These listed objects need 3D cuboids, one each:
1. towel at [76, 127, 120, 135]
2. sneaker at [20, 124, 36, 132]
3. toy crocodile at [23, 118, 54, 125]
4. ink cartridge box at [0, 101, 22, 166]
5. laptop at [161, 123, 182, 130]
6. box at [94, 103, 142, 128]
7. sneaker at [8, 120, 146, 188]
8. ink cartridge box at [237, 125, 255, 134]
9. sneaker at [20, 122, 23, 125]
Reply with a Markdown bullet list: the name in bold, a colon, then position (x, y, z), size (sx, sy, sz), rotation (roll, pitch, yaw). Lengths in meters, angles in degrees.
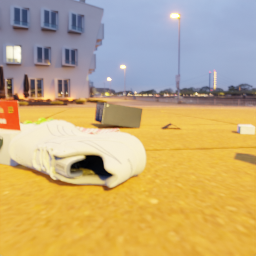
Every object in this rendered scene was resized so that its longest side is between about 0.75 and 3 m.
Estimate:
- **towel**: position (-1.938, 0.179, 10.863), size (2.733, 0.409, 2.000), rotation (3, 6, 25)
- **sneaker**: position (-3.776, 0.159, 8.587), size (2.517, 0.942, 1.254), rotation (4, 8, 35)
- **toy crocodile**: position (-3.787, -0.016, 11.983), size (0.736, 0.673, 2.181), rotation (4, 12, 28)
- **ink cartridge box**: position (-3.239, 0.090, 6.758), size (1.683, 1.461, 0.366), rotation (4, 13, 30)
- **laptop**: position (2.111, 0.035, 13.829), size (0.806, 0.467, 0.755), rotation (28, 5, -5)
- **box**: position (-0.549, -0.663, 14.415), size (2.004, 1.043, 1.825), rotation (6, 3, -19)
- **sneaker**: position (-1.184, 0.489, 5.361), size (2.932, 1.092, 1.277), rotation (2, 11, 21)
- **ink cartridge box**: position (5.130, 0.054, 12.260), size (0.585, 0.336, 0.999), rotation (1, 6, 12)
- **sneaker**: position (-5.454, -0.126, 14.467), size (0.800, 0.295, 0.320), rotation (0, -9, -45)
